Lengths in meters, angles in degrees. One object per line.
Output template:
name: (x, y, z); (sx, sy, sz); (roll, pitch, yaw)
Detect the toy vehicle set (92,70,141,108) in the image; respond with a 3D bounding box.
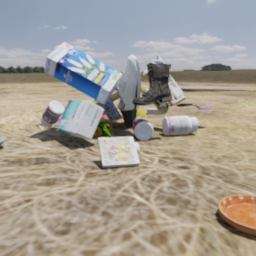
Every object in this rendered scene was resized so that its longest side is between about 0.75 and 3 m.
toy vehicle set: (-0.734, -1.918, 14.126); (2.900, 0.384, 1.802); (-20, 33, 48)

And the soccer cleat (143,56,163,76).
soccer cleat: (0.932, -2.500, 11.266); (1.051, 0.454, 0.367); (-40, 21, -15)

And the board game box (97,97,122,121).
board game box: (-1.000, -1.076, 12.821); (0.490, 1.589, 1.590); (-34, 14, -7)

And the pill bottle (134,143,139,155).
pill bottle: (-0.156, 0.710, 8.798); (0.934, 0.512, 0.512); (-3, 13, -15)

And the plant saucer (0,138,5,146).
plant saucer: (-4.779, 0.600, 9.850); (0.952, 0.183, 0.952); (-10, 14, 3)

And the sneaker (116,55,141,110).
sneaker: (0.004, -1.799, 11.595); (0.960, 2.384, 0.911); (-3, 28, -6)

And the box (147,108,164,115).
box: (1.653, -0.999, 16.934); (1.031, 0.352, 0.423); (-1, 12, -4)

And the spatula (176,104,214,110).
spatula: (3.028, -0.992, 12.839); (2.034, 0.209, 0.575); (2, -5, -29)

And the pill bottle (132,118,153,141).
pill bottle: (0.553, 0.001, 11.452); (0.755, 0.755, 1.322); (-1, 13, -5)

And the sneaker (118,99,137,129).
sneaker: (0.098, -1.086, 13.670); (0.895, 1.271, 2.392); (3, 37, 17)

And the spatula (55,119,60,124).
spatula: (-3.099, -0.324, 13.457); (0.466, 0.169, 1.648); (16, 8, 27)

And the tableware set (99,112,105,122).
tableware set: (-1.373, -0.610, 14.083); (0.109, 0.943, 0.788); (20, 11, -36)

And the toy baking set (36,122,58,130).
toy baking set: (-3.874, -0.152, 13.528); (1.063, 0.161, 1.385); (8, 15, 33)

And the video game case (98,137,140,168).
video game case: (-0.290, 0.697, 8.318); (1.106, 0.127, 1.007); (-2, 49, -16)

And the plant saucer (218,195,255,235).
plant saucer: (2.391, 1.644, 5.272); (1.338, 0.216, 1.338); (1, 13, 0)

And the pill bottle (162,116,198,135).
pill bottle: (2.193, -0.101, 11.854); (1.373, 0.778, 0.778); (-2, 13, -11)

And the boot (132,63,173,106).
boot: (0.904, -1.719, 10.905); (1.827, 1.590, 0.632); (-10, 2, -17)

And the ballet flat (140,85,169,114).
ballet flat: (1.243, -1.392, 12.806); (0.607, 1.717, 0.607); (-41, -6, -5)

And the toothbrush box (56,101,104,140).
toothbrush box: (-1.837, -0.319, 10.587); (0.738, 1.267, 1.731); (30, -12, -35)

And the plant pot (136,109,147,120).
plant pot: (0.552, -0.618, 14.506); (0.921, 0.654, 0.921); (0, 12, 0)

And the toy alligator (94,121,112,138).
toy alligator: (-1.567, -0.116, 12.100); (2.397, 0.576, 0.794); (15, 22, 40)

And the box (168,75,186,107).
box: (1.872, -1.707, 12.572); (0.794, 1.442, 0.250); (-27, -22, -11)

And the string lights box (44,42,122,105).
string lights box: (-1.829, -2.262, 11.564); (2.798, 0.825, 1.438); (29, 46, -1)

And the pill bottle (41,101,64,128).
pill bottle: (-3.047, -0.522, 11.178); (0.641, 0.641, 1.107); (-13, -23, -47)

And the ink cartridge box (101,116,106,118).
ink cartridge box: (-1.952, -0.737, 15.870); (1.324, 0.378, 1.076); (-16, 19, -39)
